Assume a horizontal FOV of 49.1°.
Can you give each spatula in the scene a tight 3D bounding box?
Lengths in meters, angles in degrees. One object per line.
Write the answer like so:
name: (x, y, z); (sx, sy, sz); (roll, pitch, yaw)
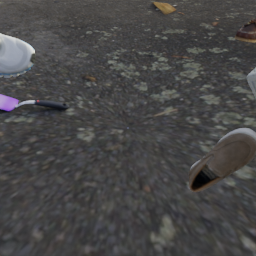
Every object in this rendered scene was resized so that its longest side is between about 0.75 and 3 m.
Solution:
spatula: (-2.912, -0.710, 8.279); (2.355, 0.242, 0.666); (3, 37, 4)

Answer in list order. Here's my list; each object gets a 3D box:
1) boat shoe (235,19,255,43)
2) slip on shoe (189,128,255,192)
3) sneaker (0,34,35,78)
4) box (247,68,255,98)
boat shoe: (2.265, -1.789, 5.104); (0.380, 0.380, 1.081); (28, 34, 25)
slip on shoe: (1.203, 0.468, 3.676); (0.459, 1.208, 0.366); (43, 44, 0)
sneaker: (-2.091, -1.126, 3.783); (1.603, 0.601, 0.695); (11, -8, -1)
box: (2.684, -0.613, 3.038); (0.859, 1.033, 2.514); (-35, 9, -21)
